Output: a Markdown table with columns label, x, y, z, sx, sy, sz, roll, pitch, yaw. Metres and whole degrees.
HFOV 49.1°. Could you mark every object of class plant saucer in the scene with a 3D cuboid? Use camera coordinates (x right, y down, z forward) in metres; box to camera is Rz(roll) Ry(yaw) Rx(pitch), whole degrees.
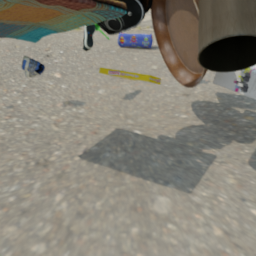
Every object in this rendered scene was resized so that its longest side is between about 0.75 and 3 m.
| label | x | y | z | sx | sy | sz | roll | pitch | yaw |
| --- | --- | --- | --- | --- | --- | --- | --- | --- | --- |
| plant saucer | 1.360 | -2.479 | 7.089 | 0.507 | 2.945 | 2.945 | -20 | 34 | -7 |

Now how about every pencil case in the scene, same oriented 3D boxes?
| label | x | y | z | sx | sy | sz | roll | pitch | yaw |
| --- | --- | --- | --- | --- | --- | --- | --- | --- | --- |
| pencil case | 0.415 | -5.061 | 16.216 | 2.064 | 0.806 | 0.897 | 7 | 9 | 12 |

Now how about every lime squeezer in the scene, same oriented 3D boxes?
| label | x | y | z | sx | sy | sz | roll | pitch | yaw |
| --- | --- | --- | --- | --- | --- | --- | --- | --- | --- |
| lime squeezer | -1.289 | -3.932 | 11.002 | 0.271 | 0.507 | 1.436 | -40 | 64 | -12 |

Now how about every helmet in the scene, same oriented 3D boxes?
| label | x | y | z | sx | sy | sz | roll | pitch | yaw |
| --- | --- | --- | --- | --- | --- | --- | --- | --- | --- |
| helmet | -0.214 | -2.678 | 5.481 | 1.424 | 1.358 | 1.424 | -21 | 29 | 12 |

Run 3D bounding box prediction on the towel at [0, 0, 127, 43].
| label | x | y | z | sx | sy | sz | roll | pitch | yaw |
| --- | --- | --- | --- | --- | --- | --- | --- | --- | --- |
| towel | -1.705 | -1.886 | 4.903 | 2.817 | 0.306 | 2.066 | 3 | 12 | 39 |

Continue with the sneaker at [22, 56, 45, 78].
| label | x | y | z | sx | sy | sz | roll | pitch | yaw |
| --- | --- | --- | --- | --- | --- | --- | --- | --- | --- |
| sneaker | -1.814 | -1.136 | 5.476 | 0.361 | 0.326 | 0.846 | 13 | -1 | -8 |

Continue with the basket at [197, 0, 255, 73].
| label | x | y | z | sx | sy | sz | roll | pitch | yaw |
| --- | --- | --- | --- | --- | --- | --- | --- | --- | --- |
| basket | 1.806 | -2.091 | 4.991 | 1.192 | 1.753 | 1.580 | -4 | -9 | 19 |

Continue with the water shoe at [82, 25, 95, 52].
| label | x | y | z | sx | sy | sz | roll | pitch | yaw |
| --- | --- | --- | --- | --- | --- | --- | --- | --- | --- |
| water shoe | -1.329 | -2.988 | 9.099 | 0.369 | 1.031 | 0.407 | 17 | -23 | -32 |

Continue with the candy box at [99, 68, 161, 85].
| label | x | y | z | sx | sy | sz | roll | pitch | yaw |
| --- | --- | --- | --- | --- | --- | --- | --- | --- | --- |
| candy box | 0.040 | -1.159 | 6.257 | 1.267 | 0.167 | 0.648 | 15 | 11 | 27 |

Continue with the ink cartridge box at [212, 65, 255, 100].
| label | x | y | z | sx | sy | sz | roll | pitch | yaw |
| --- | --- | --- | --- | --- | --- | --- | --- | --- | --- |
| ink cartridge box | 3.071 | -1.424 | 7.432 | 2.012 | 0.683 | 1.158 | 28 | 38 | 25 |
